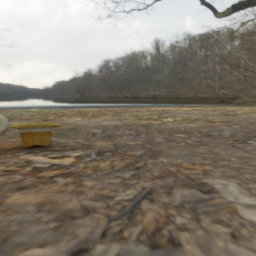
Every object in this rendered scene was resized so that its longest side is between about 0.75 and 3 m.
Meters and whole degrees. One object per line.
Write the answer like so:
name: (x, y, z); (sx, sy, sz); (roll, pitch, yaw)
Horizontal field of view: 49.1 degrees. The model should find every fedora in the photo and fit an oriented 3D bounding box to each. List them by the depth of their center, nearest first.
fedora: (-2.995, 0.227, 9.134); (1.807, 0.737, 1.807); (-3, -2, 0)

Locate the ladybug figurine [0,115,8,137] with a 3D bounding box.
ladybug figurine: (-4.540, 0.002, 8.930); (1.458, 0.525, 0.990); (2, 48, -1)
